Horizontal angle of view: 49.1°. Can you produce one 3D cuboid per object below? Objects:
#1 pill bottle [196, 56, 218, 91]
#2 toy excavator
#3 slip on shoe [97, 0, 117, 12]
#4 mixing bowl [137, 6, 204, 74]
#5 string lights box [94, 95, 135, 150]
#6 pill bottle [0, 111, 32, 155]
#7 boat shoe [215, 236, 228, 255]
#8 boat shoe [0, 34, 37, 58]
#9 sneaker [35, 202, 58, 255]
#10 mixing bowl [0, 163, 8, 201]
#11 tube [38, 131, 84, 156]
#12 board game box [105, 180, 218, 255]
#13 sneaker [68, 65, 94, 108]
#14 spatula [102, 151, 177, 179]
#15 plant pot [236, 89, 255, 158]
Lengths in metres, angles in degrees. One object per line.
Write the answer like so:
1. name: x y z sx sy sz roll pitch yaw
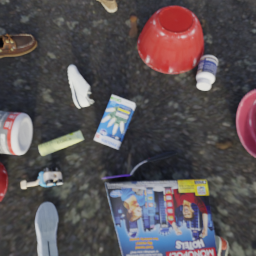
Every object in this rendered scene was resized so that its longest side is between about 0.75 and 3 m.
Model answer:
1. pill bottle: 2.859 -1.995 10.251 0.660 0.660 1.189 15 67 6
2. toy excavator: -2.685 1.665 8.751 1.012 1.041 0.520 8 57 -45
3. slip on shoe: -1.080 -5.645 11.925 0.652 0.519 1.715 -31 70 -13
4. mixing bowl: 1.695 -3.544 10.522 2.656 1.439 2.656 0 66 -1
5. string lights box: -0.432 -0.180 9.325 0.828 0.475 1.611 21 84 7
6. pill bottle: -4.389 0.104 8.893 2.305 1.335 1.335 5 66 2
7. boat shoe: 2.425 3.842 7.783 0.493 0.561 1.577 32 66 -28
8. boat shoe: -4.661 -3.171 10.715 2.200 0.774 0.774 -19 65 -10
9. sneaker: -2.378 3.058 8.017 0.649 0.629 1.776 9 51 -26
10. mixing bowl: -4.851 1.635 8.432 2.019 1.094 2.019 0 67 0
11. tube: -2.225 0.491 9.324 1.465 0.380 0.425 -21 78 -10
12. board game box: 0.842 3.046 7.892 2.987 0.921 2.985 -1 67 -1
13. sneaker: -1.695 -1.509 9.964 0.643 0.610 1.597 -17 84 9
14. spatula: 0.435 1.207 8.890 2.610 0.738 0.268 -21 85 -16
15. plant pot: 4.919 -0.193 8.788 1.980 2.213 2.213 -7 66 -19
